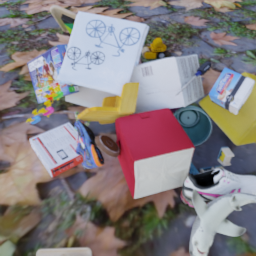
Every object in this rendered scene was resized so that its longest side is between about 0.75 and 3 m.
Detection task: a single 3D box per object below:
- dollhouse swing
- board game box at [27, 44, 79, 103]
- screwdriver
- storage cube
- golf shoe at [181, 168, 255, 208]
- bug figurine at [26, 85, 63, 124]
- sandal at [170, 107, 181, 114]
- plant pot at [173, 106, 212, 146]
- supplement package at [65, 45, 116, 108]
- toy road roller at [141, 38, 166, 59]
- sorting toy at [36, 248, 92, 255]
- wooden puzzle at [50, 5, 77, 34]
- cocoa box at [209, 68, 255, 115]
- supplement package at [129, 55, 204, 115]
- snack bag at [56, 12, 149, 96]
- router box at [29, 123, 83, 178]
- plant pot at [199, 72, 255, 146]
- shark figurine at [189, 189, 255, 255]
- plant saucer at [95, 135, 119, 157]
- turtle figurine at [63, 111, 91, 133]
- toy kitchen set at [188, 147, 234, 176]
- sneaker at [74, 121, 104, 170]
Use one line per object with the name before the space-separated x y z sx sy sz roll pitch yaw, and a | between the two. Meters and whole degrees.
dollhouse swing | -0.705 -0.856 8.950 1.390 1.581 1.437 17 71 -24
board game box | -2.980 -2.002 10.871 0.448 1.762 2.603 -20 10 -42
screwdriver | 2.064 -1.594 8.889 0.299 0.312 2.144 21 44 35
storage cube | 0.740 0.737 8.569 2.065 1.765 1.856 -11 43 -12
golf shoe | 2.764 1.660 8.021 2.426 1.117 0.881 -6 41 -8
bug figurine | -2.468 -0.692 8.579 1.151 0.382 1.485 -16 41 47
sandal | 1.288 -0.488 10.807 1.066 0.644 2.620 30 48 26
plant pot | 2.174 -0.197 10.013 1.464 1.464 0.981 5 28 6
supplement package | -1.197 -2.171 11.288 2.217 2.318 1.705 16 36 12
toy road roller | 1.384 -4.268 14.959 1.286 0.939 0.790 -4 41 -5
sorting toy | -1.905 3.530 6.470 2.037 0.300 1.506 -1 41 -2
wooden puzzle | -1.801 -4.107 11.898 2.623 0.488 2.427 20 -1 2
cocoa box | 2.956 -1.017 8.055 0.876 0.891 1.336 33 7 19
supplement package | 1.300 -1.593 10.118 2.135 1.642 2.233 -6 11 33
snack bag | -0.834 -2.443 9.280 2.513 0.285 2.665 14 82 9
router box | -2.303 0.695 9.637 1.551 0.422 1.728 -25 47 -26
plant pot | 3.998 -0.742 9.491 1.964 1.732 1.964 -2 50 -48
shark figurine | 2.640 2.218 7.526 2.885 1.204 1.724 -20 78 -11
plant saucer | -0.574 0.500 8.230 0.870 0.150 0.870 34 20 -15
turtle figurine | -1.452 -0.348 9.284 0.675 0.937 0.909 7 39 48
toy kitchen set | 2.447 1.059 8.693 1.247 0.999 0.734 -5 34 -18
sneaker | -1.329 0.498 8.412 0.666 0.640 1.699 -30 60 7
